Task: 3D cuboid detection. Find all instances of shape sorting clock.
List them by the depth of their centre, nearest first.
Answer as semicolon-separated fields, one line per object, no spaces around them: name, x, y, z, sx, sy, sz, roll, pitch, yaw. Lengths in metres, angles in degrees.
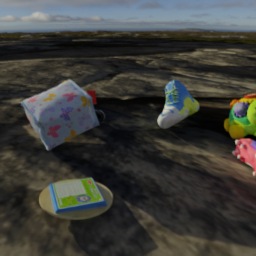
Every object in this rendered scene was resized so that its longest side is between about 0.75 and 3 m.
shape sorting clock;-1.132;1.550;6.195;1.589;0.312;1.589;1;18;0

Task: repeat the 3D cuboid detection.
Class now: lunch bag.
lunch bag;-2.318;-0.571;9.274;1.916;1.437;2.260;-29;43;-21

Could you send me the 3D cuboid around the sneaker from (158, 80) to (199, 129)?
sneaker;1.631;-0.941;10.462;1.085;1.505;2.866;-33;-6;31

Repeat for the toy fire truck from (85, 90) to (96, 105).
toy fire truck;-2.249;-1.195;11.659;1.761;0.609;2.497;-7;7;-18

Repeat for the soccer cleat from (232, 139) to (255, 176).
soccer cleat;3.567;0.926;7.188;0.909;0.793;2.377;3;20;-7

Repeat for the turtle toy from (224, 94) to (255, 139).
turtle toy;4.099;-0.410;8.944;1.835;1.273;2.518;-9;11;11

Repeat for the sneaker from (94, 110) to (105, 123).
sneaker;-1.742;-0.479;10.319;1.737;0.635;0.972;0;2;-4
